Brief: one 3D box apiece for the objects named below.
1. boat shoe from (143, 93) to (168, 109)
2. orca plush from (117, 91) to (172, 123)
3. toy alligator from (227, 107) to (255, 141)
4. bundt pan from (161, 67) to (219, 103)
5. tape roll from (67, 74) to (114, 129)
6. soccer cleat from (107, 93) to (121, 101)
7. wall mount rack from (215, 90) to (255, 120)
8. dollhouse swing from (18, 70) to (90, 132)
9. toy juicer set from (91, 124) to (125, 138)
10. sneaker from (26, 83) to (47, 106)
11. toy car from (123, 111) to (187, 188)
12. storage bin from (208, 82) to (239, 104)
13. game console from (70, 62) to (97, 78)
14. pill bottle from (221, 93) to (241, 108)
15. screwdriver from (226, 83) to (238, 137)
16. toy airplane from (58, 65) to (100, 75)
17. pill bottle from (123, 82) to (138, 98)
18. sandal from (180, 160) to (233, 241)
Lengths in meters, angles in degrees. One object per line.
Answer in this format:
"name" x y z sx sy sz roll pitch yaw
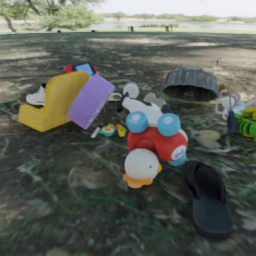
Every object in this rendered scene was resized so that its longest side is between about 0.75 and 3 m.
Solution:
"boat shoe" 1.170 -0.997 11.646 0.531 0.615 1.694 34 3 -28
"orca plush" 0.646 -0.100 9.250 2.816 1.001 1.481 25 73 41
"toy alligator" 3.743 -0.170 9.137 0.782 0.855 2.882 -12 17 -8
"bundt pan" 2.524 -1.751 11.292 2.337 0.877 2.337 10 -10 2
"tape roll" -1.245 -0.872 9.432 0.754 1.774 1.774 35 27 -3
"soccer cleat" -0.862 -1.381 12.375 1.194 0.414 0.463 -2 8 -14
"wall mount rack" 4.464 -0.955 10.842 1.938 0.832 2.230 6 25 23
"dollhouse swing" -2.646 -1.175 10.073 1.965 1.901 2.163 20 31 32
"toy juicer set" -0.681 0.030 9.296 1.126 0.306 0.716 -4 27 -7
"sneaker" -3.655 -1.464 11.860 1.734 0.998 0.654 13 27 27
"toy car" 0.551 0.753 6.768 1.514 1.578 1.712 6 54 23
"storage bin" 4.040 -1.548 12.546 1.294 0.606 1.284 -7 24 -17
"game console" -2.128 -2.631 14.218 0.245 1.396 1.579 -28 2 41
"pill bottle" 4.167 -1.112 11.323 0.791 0.450 0.450 -26 34 -33
"screwdriver" 3.389 -0.648 9.187 0.341 0.356 2.445 -27 30 38
"toy airplane" -2.899 -3.509 16.800 2.524 0.464 2.524 5 14 -1
"pill bottle" 0.131 -1.741 12.827 0.676 0.676 1.196 0 18 1
"sandal" 1.736 1.295 6.112 0.958 0.610 2.548 1 24 2
